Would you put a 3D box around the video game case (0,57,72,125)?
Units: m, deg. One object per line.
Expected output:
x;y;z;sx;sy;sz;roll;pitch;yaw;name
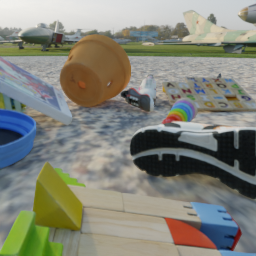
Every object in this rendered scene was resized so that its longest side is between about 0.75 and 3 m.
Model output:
-2.934;-1.229;7.836;2.696;0.310;2.457;28;12;-30;video game case

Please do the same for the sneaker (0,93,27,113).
-3.868;-0.771;7.821;1.948;1.187;2.983;-3;19;-5;sneaker

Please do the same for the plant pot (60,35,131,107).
-1.253;-1.807;9.698;2.346;2.346;1.642;6;37;19;plant pot

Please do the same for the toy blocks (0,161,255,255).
0.209;1.231;1.762;1.872;1.369;2.739;10;14;-7;toy blocks

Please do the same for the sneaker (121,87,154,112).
0.245;-0.846;8.903;0.611;0.575;1.493;-13;28;-27;sneaker

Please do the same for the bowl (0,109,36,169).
-3.165;0.203;5.570;2.573;0.505;2.573;3;20;-1;bowl

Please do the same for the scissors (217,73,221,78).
3.703;-1.884;11.343;0.869;0.165;2.375;18;29;32;scissors

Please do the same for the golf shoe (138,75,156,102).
0.701;-1.474;10.475;0.713;0.905;1.965;3;19;6;golf shoe

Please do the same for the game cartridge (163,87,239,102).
2.819;-1.423;11.085;2.153;0.396;2.443;-6;21;-17;game cartridge

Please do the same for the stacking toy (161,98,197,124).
1.268;-0.222;7.169;0.681;0.681;1.594;8;26;24;stacking toy

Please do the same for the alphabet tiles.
2.762;-1.254;9.836;2.932;0.111;2.451;0;34;-6;alphabet tiles

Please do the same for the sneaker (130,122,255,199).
1.531;0.329;4.583;2.913;1.074;1.165;10;19;28;sneaker
